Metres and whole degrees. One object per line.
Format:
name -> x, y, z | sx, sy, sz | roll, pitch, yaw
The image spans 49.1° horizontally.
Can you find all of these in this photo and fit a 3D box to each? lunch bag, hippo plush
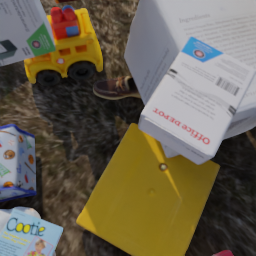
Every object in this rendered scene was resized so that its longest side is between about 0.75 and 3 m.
lunch bag -> -3.083, 0.876, 6.201 | 1.778, 1.101, 1.511 | -12, 66, 10
hippo plush -> -2.408, 2.478, 5.453 | 2.081, 1.657, 1.673 | -4, 33, -27

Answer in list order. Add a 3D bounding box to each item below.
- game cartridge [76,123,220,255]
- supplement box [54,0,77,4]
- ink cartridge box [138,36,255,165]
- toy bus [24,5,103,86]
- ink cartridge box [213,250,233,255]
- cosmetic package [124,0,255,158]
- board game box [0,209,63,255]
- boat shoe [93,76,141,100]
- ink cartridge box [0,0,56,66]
game cartridge -> 0.498, 1.471, 6.256 | 2.311, 0.425, 2.621 | 27, 70, 9
supplement box -> -1.153, -3.488, 5.285 | 1.168, 1.734, 1.758 | -44, 36, -12
ink cartridge box -> 0.711, -0.287, 2.973 | 0.798, 0.461, 1.093 | 31, 74, 6
toy bus -> -1.775, -2.175, 7.008 | 2.064, 1.981, 1.400 | -13, 69, -4
ink cartridge box -> 1.625, 3.116, 5.496 | 1.272, 0.545, 0.939 | -21, 68, -6
cosmetic package -> 1.629, -1.286, 5.956 | 2.378, 2.376, 2.882 | -16, 74, -17
board game box -> -1.545, 1.985, 3.841 | 0.763, 0.749, 1.454 | 24, 63, -5
boat shoe -> -0.064, -1.116, 7.269 | 1.723, 0.620, 0.621 | 5, 67, 2
ink cartridge box -> -2.037, -1.537, 4.212 | 1.541, 1.125, 0.648 | -17, 59, -2
